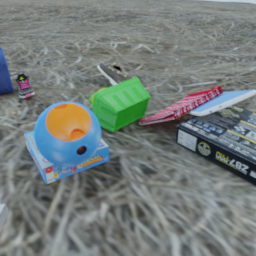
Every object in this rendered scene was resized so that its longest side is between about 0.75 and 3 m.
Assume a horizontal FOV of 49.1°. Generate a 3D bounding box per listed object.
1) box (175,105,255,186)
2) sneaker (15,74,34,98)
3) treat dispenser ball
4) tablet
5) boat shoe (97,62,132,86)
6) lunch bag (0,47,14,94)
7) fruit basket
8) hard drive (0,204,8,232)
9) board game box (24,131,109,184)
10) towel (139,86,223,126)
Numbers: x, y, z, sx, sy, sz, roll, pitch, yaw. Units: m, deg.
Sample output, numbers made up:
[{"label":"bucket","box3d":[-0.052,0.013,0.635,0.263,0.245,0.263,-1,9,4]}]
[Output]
[{"label":"box","box3d":[3.214,0.302,7.880,2.391,0.728,2.966,-29,42,-35]},{"label":"sneaker","box3d":[-4.116,-1.695,11.030,0.581,0.689,1.574,-19,35,-15]},{"label":"treat dispenser ball","box3d":[-1.378,0.152,6.455,1.504,1.504,1.504,0,32,0]},{"label":"tablet","box3d":[2.559,-0.766,8.706,1.724,0.181,2.650,-22,7,-2]},{"label":"boat shoe","box3d":[-0.544,-2.238,11.559,0.844,0.699,2.350,28,15,-40]},{"label":"lunch bag","box3d":[-5.503,-2.165,11.075,1.454,1.493,2.198,-15,37,-21]},{"label":"fruit basket","box3d":[-0.532,-0.900,9.258,2.044,1.474,2.044,8,42,-7]},{"label":"hard drive","box3d":[-3.739,2.147,5.348,2.335,0.307,1.540,-2,32,-1]},{"label":"board game box","box3d":[-1.715,0.529,7.720,1.772,0.506,1.810,-18,37,-25]},{"label":"towel","box3d":[1.701,-0.706,9.058,2.432,0.273,1.759,-27,8,-31]}]
